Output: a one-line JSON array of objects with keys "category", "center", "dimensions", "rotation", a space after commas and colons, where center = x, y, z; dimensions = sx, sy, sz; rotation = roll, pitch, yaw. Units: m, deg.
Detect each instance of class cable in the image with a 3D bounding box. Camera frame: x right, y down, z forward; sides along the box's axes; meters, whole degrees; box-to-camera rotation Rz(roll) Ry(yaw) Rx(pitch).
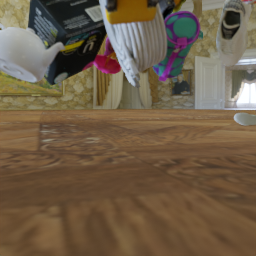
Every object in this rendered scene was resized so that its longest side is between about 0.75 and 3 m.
[{"category": "cable", "center": [-0.014, -2.805, 6.738], "dimensions": [1.008, 2.911, 2.910], "rotation": [-19, 41, -4]}]

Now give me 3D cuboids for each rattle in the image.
[{"category": "rattle", "center": [1.808, -3.202, 8.546], "dimensions": [1.283, 1.971, 1.408], "rotation": [-21, 33, 1]}]

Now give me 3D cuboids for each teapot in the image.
[{"category": "teapot", "center": [-2.982, -2.165, 7.729], "dimensions": [1.771, 1.294, 1.748], "rotation": [27, -14, -37]}]

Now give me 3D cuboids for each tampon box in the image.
[{"category": "tampon box", "center": [-2.017, -2.995, 9.175], "dimensions": [1.910, 1.609, 2.549], "rotation": [-35, -9, -34]}]

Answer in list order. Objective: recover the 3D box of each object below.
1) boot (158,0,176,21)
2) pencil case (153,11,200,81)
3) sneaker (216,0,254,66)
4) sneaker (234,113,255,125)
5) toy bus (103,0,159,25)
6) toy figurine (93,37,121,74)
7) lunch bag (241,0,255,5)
[{"category": "boot", "center": [0.942, -3.380, 6.793], "dimensions": [0.483, 1.213, 1.394], "rotation": [-3, -24, -24]}, {"category": "pencil case", "center": [1.182, -2.077, 7.386], "dimensions": [0.906, 0.984, 2.129], "rotation": [12, -13, 2]}, {"category": "sneaker", "center": [2.718, -2.474, 7.481], "dimensions": [0.890, 0.938, 2.331], "rotation": [16, -30, 24]}, {"category": "sneaker", "center": [3.988, -0.271, 9.474], "dimensions": [1.128, 0.417, 0.462], "rotation": [8, -4, -19]}, {"category": "toy bus", "center": [-0.082, -3.120, 4.314], "dimensions": [0.892, 2.741, 1.073], "rotation": [-10, 36, -8]}, {"category": "toy figurine", "center": [-0.426, -3.113, 10.472], "dimensions": [1.974, 2.630, 2.421], "rotation": [10, -16, -35]}, {"category": "lunch bag", "center": [2.041, -2.518, 4.326], "dimensions": [0.964, 1.094, 0.448], "rotation": [49, 31, 18]}]
